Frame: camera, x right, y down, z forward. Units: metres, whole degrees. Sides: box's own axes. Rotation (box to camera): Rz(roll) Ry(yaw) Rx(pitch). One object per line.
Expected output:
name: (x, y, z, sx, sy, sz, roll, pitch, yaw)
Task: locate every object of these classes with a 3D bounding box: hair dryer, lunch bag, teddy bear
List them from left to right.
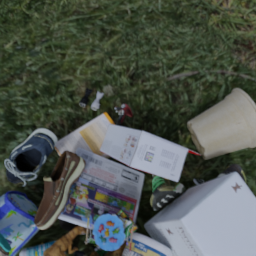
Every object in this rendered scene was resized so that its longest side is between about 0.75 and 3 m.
lunch bag: (-4.012, 3.234, 8.690, 1.726, 2.709, 2.303, 40, 75, 12)
teddy bear: (-0.735, 4.380, 9.426, 1.534, 0.706, 2.115, 28, 84, 11)
hair dryer: (-0.208, -0.466, 10.428, 0.305, 1.123, 0.855, 22, 114, 35)

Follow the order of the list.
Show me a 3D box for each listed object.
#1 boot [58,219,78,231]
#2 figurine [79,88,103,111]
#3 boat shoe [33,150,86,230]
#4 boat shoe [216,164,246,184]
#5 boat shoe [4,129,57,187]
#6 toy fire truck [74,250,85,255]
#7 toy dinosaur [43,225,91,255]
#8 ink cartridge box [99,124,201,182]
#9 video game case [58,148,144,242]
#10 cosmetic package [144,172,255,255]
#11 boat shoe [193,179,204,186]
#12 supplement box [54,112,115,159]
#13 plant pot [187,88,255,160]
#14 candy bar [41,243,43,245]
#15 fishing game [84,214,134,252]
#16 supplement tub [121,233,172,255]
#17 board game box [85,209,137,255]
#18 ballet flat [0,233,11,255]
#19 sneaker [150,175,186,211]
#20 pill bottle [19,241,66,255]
boot: (-2.162, 2.485, 9.758, 0.620, 1.705, 1.811, -32, 31, 19)
figurine: (-1.474, -1.189, 11.416, 0.831, 0.358, 0.811, 17, 68, 5)
boat shoe: (-2.125, 1.672, 7.985, 0.846, 0.848, 2.291, -8, 48, 44)
boat shoe: (3.478, 2.207, 9.203, 0.897, 2.516, 0.757, 26, 59, 40)
boat shoe: (-3.183, 1.099, 8.735, 1.060, 2.832, 0.876, 43, 36, -17)
toy fire truck: (-1.036, 4.566, 7.374, 1.372, 1.877, 2.132, 15, 60, 1)
toy dinosaur: (-2.155, 3.624, 7.782, 0.898, 2.973, 1.579, 27, 114, 14)
ink cartridge box: (0.628, 0.815, 9.059, 2.262, 2.577, 1.080, 21, 86, -24)
video game case: (-0.819, 2.112, 9.026, 2.553, 0.293, 2.326, 24, 55, -14)
cosmetic package: (2.349, 3.079, 8.195, 2.308, 2.775, 2.322, -30, 79, -26)
boat shoe: (2.599, 1.983, 9.956, 0.287, 0.796, 0.282, 38, 93, -22)
supplement box: (-1.373, 0.664, 10.355, 2.280, 0.838, 1.437, -32, 79, -18)
plant pot: (3.406, 0.041, 10.169, 2.114, 2.309, 2.309, -24, 73, 4)
candy bar: (-2.587, 4.783, 9.506, 0.447, 0.199, 1.791, -39, 76, -8)
fishing game: (-0.513, 2.729, 7.313, 1.326, 0.206, 0.949, 6, 82, 18)
supplement tub: (0.320, 4.004, 7.706, 1.306, 1.306, 1.806, 24, 65, 7)
board game box: (-0.458, 2.918, 7.741, 1.323, 0.155, 0.693, -41, 96, 5)
ballet flat: (-3.992, 2.454, 7.128, 0.826, 0.836, 2.455, -37, 76, -11)
sneaker: (1.064, 1.938, 9.226, 0.995, 2.588, 1.147, -42, 72, 8)
pill bottle: (-2.789, 4.168, 8.797, 1.646, 0.912, 0.912, -9, 72, -16)
